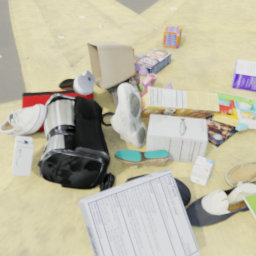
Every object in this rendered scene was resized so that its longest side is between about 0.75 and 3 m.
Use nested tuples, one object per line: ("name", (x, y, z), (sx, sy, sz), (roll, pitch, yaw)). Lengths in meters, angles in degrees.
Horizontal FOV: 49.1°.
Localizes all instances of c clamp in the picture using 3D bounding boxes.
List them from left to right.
("c clamp", (0.190, -1.352, 11.599), (1.656, 0.263, 1.938), (-8, 60, -6))

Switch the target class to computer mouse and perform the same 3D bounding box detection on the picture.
("computer mouse", (0.419, 2.119, 8.334), (2.945, 0.678, 2.068), (6, 39, 7))

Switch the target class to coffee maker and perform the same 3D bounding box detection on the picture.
("coffee maker", (-1.470, 0.372, 9.411), (2.848, 1.997, 2.965), (-7, 41, -10))

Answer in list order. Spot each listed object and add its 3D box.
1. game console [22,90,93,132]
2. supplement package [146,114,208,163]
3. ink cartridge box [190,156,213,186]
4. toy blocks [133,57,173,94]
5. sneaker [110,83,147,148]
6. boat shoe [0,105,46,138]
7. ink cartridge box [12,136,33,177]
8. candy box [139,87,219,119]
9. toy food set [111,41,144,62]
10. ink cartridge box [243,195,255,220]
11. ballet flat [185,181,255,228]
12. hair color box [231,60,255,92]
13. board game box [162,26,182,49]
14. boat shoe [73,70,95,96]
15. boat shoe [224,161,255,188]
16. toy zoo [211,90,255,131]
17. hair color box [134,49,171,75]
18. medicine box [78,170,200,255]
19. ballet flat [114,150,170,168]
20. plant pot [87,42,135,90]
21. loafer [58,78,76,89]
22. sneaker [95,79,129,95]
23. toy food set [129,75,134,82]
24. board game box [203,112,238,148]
("game console", (-2.930, -0.850, 12.201), (2.896, 1.719, 2.496), (-5, 71, -5))
("supplement package", (1.705, 0.384, 10.013), (2.016, 1.183, 1.179), (6, 40, 7))
("ink cartridge box", (2.416, 1.457, 9.233), (0.546, 0.532, 0.850), (17, 43, 20))
("toy blocks", (0.596, -1.757, 12.031), (2.224, 1.872, 2.078), (-15, 43, -18))
("sneaker", (-0.169, -0.402, 10.028), (1.258, 2.533, 0.987), (9, 36, 30))
("boat shoe", (-3.816, -0.257, 9.951), (0.855, 2.448, 0.868), (20, 61, -40))
("ink cartridge box", (-3.350, 0.877, 8.885), (0.544, 0.937, 1.298), (7, 10, -22))
("candy box", (1.764, -0.847, 10.641), (2.825, 1.631, 0.781), (2, 77, -17))
("toy food set", (-0.439, -3.998, 15.211), (2.718, 1.223, 1.298), (-16, 43, -18))
("ink cartridge box", (4.370, 2.538, 7.759), (2.040, 0.773, 1.508), (-7, 41, -7))
("ballet flat", (2.913, 2.102, 8.161), (2.725, 0.995, 0.995), (-11, 41, -12))
("hair color box", (6.611, -2.417, 13.578), (2.861, 0.927, 1.564), (11, 41, 16))
("board game box", (2.736, -5.602, 17.310), (0.988, 0.988, 0.989), (10, 41, 12))
("boat shoe", (-1.766, -1.638, 10.803), (0.639, 0.775, 2.258), (-35, 16, 15))
("boat shoe", (3.864, 1.354, 8.943), (1.817, 0.692, 0.651), (-17, 72, -31))
("toy zoo", (4.412, -0.724, 11.562), (1.887, 0.294, 2.877), (12, 32, 7))
("hair color box", (1.345, -3.495, 15.073), (1.054, 0.638, 2.108), (25, 46, 27))
("medicine box", (0.226, 2.392, 6.827), (2.290, 1.179, 2.086), (-16, 83, -20))
("ballet flat", (0.465, 1.105, 9.481), (1.883, 0.615, 0.664), (1, 36, 2))
("plant pot", (-0.653, -2.748, 11.752), (1.545, 1.745, 1.743), (-14, 25, -17))
("loafer", (-2.634, -2.037, 13.432), (1.560, 0.557, 0.570), (-6, 39, 20))
("sneaker", (-0.793, -1.885, 12.995), (0.885, 0.967, 2.269), (-25, 29, -32))
("toy food set", (-0.343, -2.838, 14.548), (1.895, 0.298, 1.204), (30, 48, 31))
("board game box", (3.629, -0.050, 11.198), (1.839, 0.318, 1.246), (-30, 48, -31))
